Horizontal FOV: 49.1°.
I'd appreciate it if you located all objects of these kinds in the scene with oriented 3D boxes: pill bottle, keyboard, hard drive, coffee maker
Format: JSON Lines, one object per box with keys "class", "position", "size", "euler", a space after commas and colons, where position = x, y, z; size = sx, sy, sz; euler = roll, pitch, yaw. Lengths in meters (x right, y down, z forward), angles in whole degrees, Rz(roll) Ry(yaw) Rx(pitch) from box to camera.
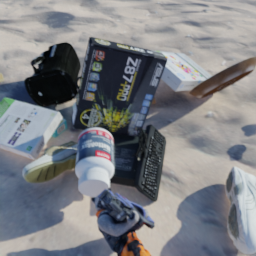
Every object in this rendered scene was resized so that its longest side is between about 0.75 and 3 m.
{"class": "pill bottle", "position": [-0.975, 1.005, 8.264], "size": [1.122, 1.122, 1.877], "euler": [-3, 44, -3]}
{"class": "keyboard", "position": [0.751, 0.907, 8.760], "size": [1.312, 0.499, 2.520], "euler": [37, 44, -23]}
{"class": "hard drive", "position": [-0.184, 0.857, 9.612], "size": [1.711, 0.403, 2.452], "euler": [8, 41, 9]}
{"class": "coffee maker", "position": [-2.886, -2.410, 12.460], "size": [2.698, 1.892, 2.809], "euler": [5, 40, -6]}

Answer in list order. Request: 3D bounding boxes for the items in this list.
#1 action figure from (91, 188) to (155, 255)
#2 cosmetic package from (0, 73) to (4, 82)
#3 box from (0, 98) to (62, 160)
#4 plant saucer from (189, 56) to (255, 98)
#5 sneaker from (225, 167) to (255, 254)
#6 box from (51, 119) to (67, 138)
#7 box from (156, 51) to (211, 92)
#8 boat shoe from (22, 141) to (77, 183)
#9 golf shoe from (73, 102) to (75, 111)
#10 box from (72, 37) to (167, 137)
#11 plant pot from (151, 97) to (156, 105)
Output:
{"class": "action figure", "position": [-0.190, 2.423, 6.135], "size": [1.437, 2.748, 2.659], "euler": [-36, 49, 3]}
{"class": "cosmetic package", "position": [-6.598, -2.313, 13.363], "size": [0.581, 0.392, 1.104], "euler": [30, 49, 31]}
{"class": "box", "position": [-4.004, -0.049, 10.234], "size": [2.641, 0.480, 1.906], "euler": [16, 59, 19]}
{"class": "plant saucer", "position": [3.962, -1.959, 11.570], "size": [2.950, 2.950, 0.473], "euler": [-23, 82, -25]}
{"class": "sneaker", "position": [3.441, 2.180, 7.630], "size": [1.316, 1.032, 2.648], "euler": [11, 42, 8]}
{"class": "box", "position": [-3.275, -0.249, 10.901], "size": [1.733, 0.426, 0.713], "euler": [22, 45, 24]}
{"class": "box", "position": [2.251, -2.496, 12.206], "size": [2.865, 0.590, 2.233], "euler": [-11, 50, -44]}
{"class": "boat shoe", "position": [-2.345, 1.033, 8.834], "size": [0.777, 0.849, 2.271], "euler": [45, 36, 24]}
{"class": "golf shoe", "position": [-1.686, -0.542, 10.733], "size": [0.696, 0.883, 1.917], "euler": [-30, 49, -9]}
{"class": "box", "position": [-0.372, -1.173, 9.004], "size": [2.387, 2.961, 0.727], "euler": [7, 33, -20]}
{"class": "plant pot", "position": [0.514, -1.461, 11.899], "size": [1.039, 1.192, 1.192], "euler": [-18, 41, 4]}
